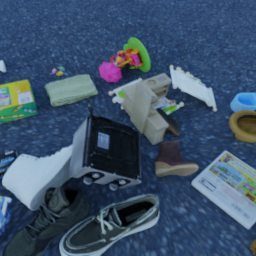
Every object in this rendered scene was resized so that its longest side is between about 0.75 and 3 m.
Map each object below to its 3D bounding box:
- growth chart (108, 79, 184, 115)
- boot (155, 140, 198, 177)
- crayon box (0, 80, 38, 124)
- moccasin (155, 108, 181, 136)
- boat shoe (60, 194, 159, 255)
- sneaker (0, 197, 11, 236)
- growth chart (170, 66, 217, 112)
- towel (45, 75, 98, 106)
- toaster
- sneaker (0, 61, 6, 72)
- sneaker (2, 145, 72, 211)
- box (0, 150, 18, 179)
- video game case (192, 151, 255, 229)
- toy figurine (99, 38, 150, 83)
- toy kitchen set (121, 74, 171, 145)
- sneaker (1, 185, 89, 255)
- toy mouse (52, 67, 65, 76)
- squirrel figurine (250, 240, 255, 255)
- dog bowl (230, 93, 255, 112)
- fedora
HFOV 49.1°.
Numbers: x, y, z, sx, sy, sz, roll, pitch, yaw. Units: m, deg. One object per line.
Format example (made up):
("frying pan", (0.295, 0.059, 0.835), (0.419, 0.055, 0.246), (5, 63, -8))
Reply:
("growth chart", (0.653, -1.158, 11.772), (1.997, 0.245, 2.760), (-34, 55, -27))
("boot", (1.572, 0.919, 9.176), (1.532, 0.554, 1.274), (-13, 47, 34))
("crayon box", (-5.093, -0.958, 11.210), (2.549, 0.743, 1.514), (-16, 49, -15))
("moccasin", (1.442, -0.169, 10.661), (1.332, 0.514, 0.487), (41, 41, 11))
("boat shoe", (-0.488, 2.602, 7.708), (2.967, 0.945, 1.049), (-21, 50, -19))
("sneaker", (-3.516, 2.555, 7.689), (0.573, 1.394, 0.515), (2, 5, -38))
("growth chart", (2.699, -1.717, 11.659), (2.289, 0.203, 1.657), (25, 43, -14))
("towel", (-2.475, -1.683, 12.157), (2.056, 0.375, 1.525), (-18, 48, -17))
("toaster", (-0.671, 0.709, 8.538), (1.917, 1.258, 2.120), (19, 53, -28))
("sneaker", (-6.164, -2.845, 13.299), (0.570, 0.364, 0.987), (-20, 40, -16))
("sneaker", (-2.601, 1.083, 9.077), (1.695, 1.081, 2.934), (25, 48, 25))
("box", (-4.263, 1.280, 9.435), (1.122, 0.258, 0.892), (-18, 49, -16))
("video game case", (3.425, 1.859, 8.916), (1.894, 0.238, 2.081), (-34, 54, -28))
("toy figurine", (-0.445, -2.925, 12.794), (2.060, 1.680, 2.238), (-32, 32, -15))
("toy kitchen set", (1.191, -1.092, 10.414), (2.097, 1.896, 2.324), (-23, 57, -23))
("sneaker", (-2.256, 2.465, 7.467), (2.647, 1.516, 1.012), (-33, 53, -26))
("toy mouse", (-3.317, -2.742, 13.304), (0.826, 0.160, 0.734), (-8, 47, -7))
("squirrel figurine", (3.775, 3.328, 7.347), (0.983, 0.696, 0.917), (-20, 59, 1))
("dog bowl", (5.172, -0.999, 11.463), (1.821, 0.451, 1.015), (1, 46, 0))
("fedora", (4.477, 0.065, 10.293), (1.679, 0.685, 1.679), (1, 46, -1))
